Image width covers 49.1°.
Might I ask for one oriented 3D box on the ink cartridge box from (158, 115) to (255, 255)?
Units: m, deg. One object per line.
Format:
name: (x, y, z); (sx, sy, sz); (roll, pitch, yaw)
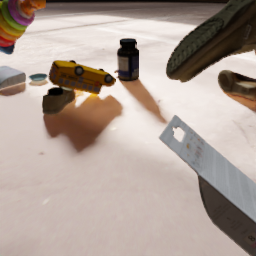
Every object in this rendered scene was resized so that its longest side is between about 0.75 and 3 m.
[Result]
ink cartridge box: (0.636, 0.378, 2.200); (1.011, 0.288, 0.821); (37, 21, 5)

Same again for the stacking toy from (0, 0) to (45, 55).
stacking toy: (-2.889, -2.896, 7.183); (2.093, 1.148, 1.214); (-15, -25, 32)

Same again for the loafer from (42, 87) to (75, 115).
loafer: (-2.323, -1.115, 9.516); (0.746, 0.673, 1.973); (4, 30, 7)

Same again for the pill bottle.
pill bottle: (0.002, -2.804, 11.525); (0.906, 1.620, 0.906); (0, 30, 0)

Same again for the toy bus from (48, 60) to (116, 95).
toy bus: (-1.585, -1.791, 10.006); (2.268, 0.888, 0.738); (8, 24, -38)

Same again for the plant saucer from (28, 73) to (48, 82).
plant saucer: (-3.767, -2.100, 11.780); (0.806, 0.155, 0.806); (-1, 30, 0)

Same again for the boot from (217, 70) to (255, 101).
boot: (4.597, -1.526, 10.414); (1.859, 0.809, 2.235); (2, 27, -19)

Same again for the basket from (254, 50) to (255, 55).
basket: (3.662, -2.178, 6.679); (1.165, 1.216, 1.633); (32, 76, 5)

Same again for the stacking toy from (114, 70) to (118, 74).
stacking toy: (-0.204, -2.617, 12.440); (0.967, 0.531, 0.561); (-28, 30, -23)

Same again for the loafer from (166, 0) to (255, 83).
loafer: (1.677, -1.495, 4.625); (2.368, 0.799, 0.901); (-38, 27, 20)

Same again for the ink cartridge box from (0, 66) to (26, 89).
ink cartridge box: (-5.380, -1.974, 11.272); (1.570, 0.551, 1.932); (23, 33, 34)
